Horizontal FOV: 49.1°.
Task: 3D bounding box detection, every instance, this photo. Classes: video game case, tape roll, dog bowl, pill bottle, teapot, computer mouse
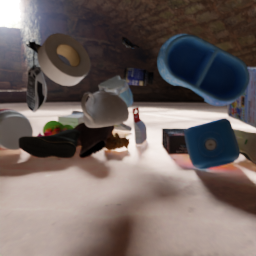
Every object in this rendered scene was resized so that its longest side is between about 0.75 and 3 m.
[{"bbox_3d":[-1.440,-0.373,15.327,2.573,0.295,2.342,8,-13,41],"label":"video game case"},{"bbox_3d":[4.332,-1.155,10.166,0.257,2.044,2.854,-5,14,-4],"label":"video game case"},{"bbox_3d":[-1.611,-1.735,7.120,1.297,1.297,0.454,-8,-17,-45],"label":"tape roll"},{"bbox_3d":[2.311,-1.768,8.492,2.936,1.636,0.728,27,7,-2],"label":"dog bowl"},{"bbox_3d":[0.519,-2.471,13.667,1.424,0.797,0.797,6,9,4],"label":"pill bottle"},{"bbox_3d":[-4.827,0.032,11.420,1.539,1.539,2.696,-5,10,-30],"label":"pill bottle"},{"bbox_3d":[-0.618,-0.561,7.225,1.282,0.949,1.299,-11,10,-14],"label":"teapot"},{"bbox_3d":[-3.489,-1.906,10.863,0.588,2.682,1.471,-9,29,-41],"label":"computer mouse"}]

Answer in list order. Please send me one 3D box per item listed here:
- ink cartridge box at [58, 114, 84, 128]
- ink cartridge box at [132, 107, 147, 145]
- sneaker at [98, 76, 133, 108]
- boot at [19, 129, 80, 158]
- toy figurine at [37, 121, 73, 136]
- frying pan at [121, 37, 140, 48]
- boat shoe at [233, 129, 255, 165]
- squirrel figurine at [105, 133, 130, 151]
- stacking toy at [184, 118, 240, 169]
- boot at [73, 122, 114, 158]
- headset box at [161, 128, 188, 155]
[{"bbox_3d":[-2.583,-0.073,13.673,1.107,1.088,1.504,3,9,18],"label":"ink cartridge box"},{"bbox_3d":[0.536,-0.116,12.428,0.438,1.536,1.249,2,9,15],"label":"ink cartridge box"},{"bbox_3d":[-0.456,-1.252,10.468,0.954,1.058,2.581,-24,20,-3],"label":"sneaker"},{"bbox_3d":[-2.766,0.443,10.155,1.977,0.766,1.367,12,29,-3],"label":"boot"},{"bbox_3d":[-3.026,0.411,11.123,1.469,1.103,1.352,-4,19,13],"label":"toy figurine"},{"bbox_3d":[0.067,-4.012,13.282,0.190,0.707,1.169,-44,-10,28],"label":"frying pan"},{"bbox_3d":[4.247,0.710,9.012,0.927,0.985,2.742,26,4,-23],"label":"boat shoe"},{"bbox_3d":[-0.413,0.598,10.929,0.970,0.735,1.039,12,20,-8],"label":"squirrel figurine"},{"bbox_3d":[2.850,0.596,9.337,1.454,1.375,2.505,-16,-10,19],"label":"stacking toy"},{"bbox_3d":[-1.607,0.470,10.492,2.362,0.854,1.964,-28,22,22],"label":"boot"},{"bbox_3d":[2.156,0.506,10.830,1.484,0.770,1.994,0,9,-2],"label":"headset box"}]
